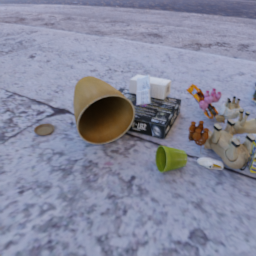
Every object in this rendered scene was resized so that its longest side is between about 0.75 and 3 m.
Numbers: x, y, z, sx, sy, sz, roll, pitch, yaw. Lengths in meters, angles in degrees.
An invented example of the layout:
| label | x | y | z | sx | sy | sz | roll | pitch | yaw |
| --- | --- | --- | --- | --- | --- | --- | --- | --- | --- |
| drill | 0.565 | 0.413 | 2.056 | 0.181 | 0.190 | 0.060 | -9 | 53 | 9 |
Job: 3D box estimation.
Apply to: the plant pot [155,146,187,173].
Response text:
| label | x | y | z | sx | sy | sz | roll | pitch | yaw |
| --- | --- | --- | --- | --- | --- | --- | --- | --- | --- |
| plant pot | 1.414 | 0.995 | 8.980 | 0.818 | 0.850 | 0.850 | 2 | 31 | -19 |

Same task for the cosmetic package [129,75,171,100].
| label | x | y | z | sx | sy | sz | roll | pitch | yaw |
| --- | --- | --- | --- | --- | --- | --- | --- | --- | --- |
| cosmetic package | 0.942 | -1.788 | 12.114 | 1.623 | 0.659 | 0.916 | 13 | 28 | 22 |

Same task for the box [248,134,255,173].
| label | x | y | z | sx | sy | sz | roll | pitch | yaw |
| --- | --- | --- | --- | --- | --- | --- | --- | --- | --- |
| box | 5.305 | 0.870 | 8.854 | 2.860 | 1.002 | 0.920 | 4 | 30 | 6 |

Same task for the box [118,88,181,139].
| label | x | y | z | sx | sy | sz | roll | pitch | yaw |
| --- | --- | --- | --- | --- | --- | --- | --- | --- | --- |
| box | 0.493 | -0.702 | 11.632 | 2.914 | 0.634 | 2.334 | 13 | 35 | 19 |

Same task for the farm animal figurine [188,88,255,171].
| label | x | y | z | sx | sy | sz | roll | pitch | yaw |
| --- | --- | --- | --- | --- | --- | --- | --- | --- | --- |
| farm animal figurine | 3.303 | 0.086 | 9.650 | 2.350 | 1.463 | 2.910 | 19 | 43 | 23 |

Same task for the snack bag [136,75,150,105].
| label | x | y | z | sx | sy | sz | roll | pitch | yaw |
| --- | --- | --- | --- | --- | --- | --- | --- | --- | --- |
| snack bag | 0.577 | -1.461 | 10.896 | 0.120 | 1.117 | 1.053 | -2 | 2 | -25 |

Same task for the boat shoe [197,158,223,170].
| label | x | y | z | sx | sy | sz | roll | pitch | yaw |
| --- | --- | --- | --- | --- | --- | --- | --- | --- | --- |
| boat shoe | 2.659 | 1.189 | 9.074 | 0.837 | 0.297 | 0.292 | 12 | 32 | 6 |

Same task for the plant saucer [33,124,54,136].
| label | x | y | z | sx | sy | sz | roll | pitch | yaw |
| --- | --- | --- | --- | --- | --- | --- | --- | --- | --- |
| plant saucer | -3.269 | 0.078 | 10.923 | 0.796 | 0.117 | 0.796 | 1 | 33 | 0 |

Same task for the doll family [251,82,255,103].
| label | x | y | z | sx | sy | sz | roll | pitch | yaw |
| --- | --- | --- | --- | --- | --- | --- | --- | --- | --- |
| doll family | 6.165 | -1.573 | 12.103 | 0.964 | 1.420 | 2.458 | 1 | 34 | -24 |

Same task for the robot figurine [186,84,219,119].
| label | x | y | z | sx | sy | sz | roll | pitch | yaw |
| --- | --- | --- | --- | --- | --- | --- | --- | --- | --- |
| robot figurine | 3.117 | -1.016 | 11.544 | 1.708 | 0.497 | 1.238 | 57 | 17 | 17 |

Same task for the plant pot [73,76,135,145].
| label | x | y | z | sx | sy | sz | roll | pitch | yaw |
| --- | --- | --- | --- | --- | --- | --- | --- | --- | --- |
| plant pot | -1.168 | -0.892 | 10.172 | 2.073 | 2.073 | 2.225 | -14 | 44 | -21 |
